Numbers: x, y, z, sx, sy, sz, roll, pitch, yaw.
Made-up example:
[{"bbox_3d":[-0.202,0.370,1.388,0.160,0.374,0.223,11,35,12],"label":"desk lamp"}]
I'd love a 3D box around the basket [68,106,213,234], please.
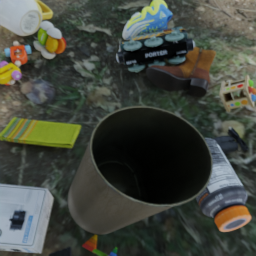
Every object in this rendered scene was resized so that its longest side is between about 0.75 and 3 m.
[{"bbox_3d":[-0.088,1.133,6.024,2.593,2.876,1.956,-3,61,-32],"label":"basket"}]

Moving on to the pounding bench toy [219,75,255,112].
[{"bbox_3d":[3.531,-1.221,8.871,0.915,0.728,1.173,-12,38,36],"label":"pounding bench toy"}]

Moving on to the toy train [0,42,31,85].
[{"bbox_3d":[-4.686,-2.130,10.037,2.589,0.720,1.945,-16,54,-15],"label":"toy train"}]

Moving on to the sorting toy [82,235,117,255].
[{"bbox_3d":[-0.602,2.697,6.333,1.103,0.382,0.380,-3,51,49],"label":"sorting toy"}]

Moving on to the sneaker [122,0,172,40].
[{"bbox_3d":[0.834,-4.017,10.833,1.147,0.827,2.184,43,84,12],"label":"sneaker"}]

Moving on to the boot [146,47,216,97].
[{"bbox_3d":[1.965,-2.363,10.107,2.236,0.813,2.375,13,54,10],"label":"boot"}]

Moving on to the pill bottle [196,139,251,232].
[{"bbox_3d":[2.123,1.391,6.893,1.135,1.135,2.138,-11,49,-8],"label":"pill bottle"}]

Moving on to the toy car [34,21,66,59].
[{"bbox_3d":[-2.926,-3.351,10.796,0.977,1.141,1.303,-8,44,-50],"label":"toy car"}]

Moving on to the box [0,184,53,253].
[{"bbox_3d":[-3.201,2.127,6.716,2.443,0.735,1.425,6,59,1],"label":"box"}]

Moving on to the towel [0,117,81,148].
[{"bbox_3d":[-2.638,0.109,8.471,2.255,0.204,0.971,6,45,8],"label":"towel"}]

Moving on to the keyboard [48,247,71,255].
[{"bbox_3d":[-1.329,3.560,6.177,0.873,0.332,1.678,-22,55,13],"label":"keyboard"}]

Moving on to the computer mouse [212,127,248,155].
[{"bbox_3d":[2.868,0.445,8.338,1.280,0.337,0.886,-19,57,-13],"label":"computer mouse"}]

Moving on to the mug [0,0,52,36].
[{"bbox_3d":[-4.371,-4.912,11.380,1.976,1.928,2.407,40,69,16],"label":"mug"}]

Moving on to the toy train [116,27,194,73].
[{"bbox_3d":[0.943,-2.892,10.173,2.767,1.179,1.577,-10,34,7],"label":"toy train"}]
